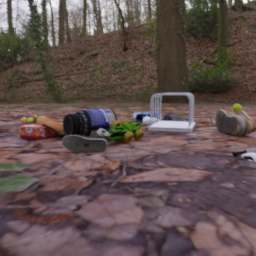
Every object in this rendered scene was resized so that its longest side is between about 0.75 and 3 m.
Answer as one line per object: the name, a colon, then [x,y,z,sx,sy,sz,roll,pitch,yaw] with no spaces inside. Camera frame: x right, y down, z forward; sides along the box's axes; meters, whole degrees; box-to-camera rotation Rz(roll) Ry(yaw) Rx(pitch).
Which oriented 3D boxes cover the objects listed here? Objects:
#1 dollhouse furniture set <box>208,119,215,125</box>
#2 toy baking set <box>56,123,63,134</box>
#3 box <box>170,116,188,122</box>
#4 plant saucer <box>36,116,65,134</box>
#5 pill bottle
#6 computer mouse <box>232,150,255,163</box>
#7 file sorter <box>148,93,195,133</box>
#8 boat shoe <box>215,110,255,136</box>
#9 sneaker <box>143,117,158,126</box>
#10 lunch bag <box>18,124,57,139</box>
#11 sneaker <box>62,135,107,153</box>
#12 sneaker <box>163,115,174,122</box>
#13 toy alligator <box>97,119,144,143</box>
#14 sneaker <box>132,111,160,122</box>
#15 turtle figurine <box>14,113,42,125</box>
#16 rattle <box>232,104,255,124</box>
dollhouse furniture set: [5.187,-0.449,16.984,0.896,0.396,0.464,-6,9,-38]
toy baking set: [-2.906,0.032,13.776,1.872,0.284,2.439,2,11,-35]
box: [3.148,-0.468,16.908,0.952,0.275,1.197,9,0,-40]
plant saucer: [-3.108,-0.124,11.951,1.574,0.295,1.574,26,-4,2]
pill bottle: [-1.563,-0.178,11.664,2.108,1.179,1.179,-6,9,-38]
computer mouse: [3.416,0.780,7.933,0.521,0.208,0.949,-1,7,-19]
file sorter: [2.366,-0.885,14.657,2.071,1.859,2.985,2,8,16]
boat shoe: [4.912,-0.209,13.015,1.011,1.067,2.817,3,16,-7]
sneaker: [1.329,-0.371,16.175,0.533,0.505,1.323,17,17,36]
lunch bag: [-3.846,0.104,11.772,1.260,0.586,1.431,3,8,24]
sneaker: [-1.426,0.522,9.133,1.425,0.533,0.757,8,0,-10]
sneaker: [2.544,-0.482,16.574,0.941,0.500,0.352,8,5,-13]
toy alligator: [-0.335,0.226,10.463,0.921,0.667,2.778,40,27,25]
sneaker: [1.195,-0.683,17.978,1.837,0.679,0.756,-6,10,3]
turtle figurine: [-4.976,-0.335,14.917,2.071,0.667,1.670,-10,-11,43]
rattle: [6.446,-0.331,16.322,1.505,1.652,2.312,40,12,32]
